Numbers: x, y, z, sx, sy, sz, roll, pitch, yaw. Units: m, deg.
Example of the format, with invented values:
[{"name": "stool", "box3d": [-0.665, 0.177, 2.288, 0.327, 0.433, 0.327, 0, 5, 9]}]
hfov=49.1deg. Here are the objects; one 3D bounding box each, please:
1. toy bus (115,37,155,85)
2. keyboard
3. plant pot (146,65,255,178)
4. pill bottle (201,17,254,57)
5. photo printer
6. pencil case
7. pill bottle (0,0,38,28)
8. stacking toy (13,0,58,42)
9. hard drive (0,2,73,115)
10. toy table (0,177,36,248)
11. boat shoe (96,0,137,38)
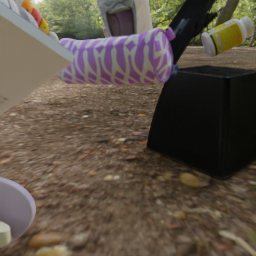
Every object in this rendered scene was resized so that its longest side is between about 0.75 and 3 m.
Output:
[{"name": "toy bus", "box3d": [0.395, -1.568, 6.254, 1.126, 0.617, 1.193, 55, 6, 24]}, {"name": "keyboard", "box3d": [1.461, -2.423, 6.924, 0.310, 2.414, 1.450, 40, -15, -32]}, {"name": "plant pot", "box3d": [1.943, -0.388, 6.543, 2.189, 1.946, 2.194, -16, 26, -38]}, {"name": "pill bottle", "box3d": [2.172, -2.004, 6.112, 1.000, 0.562, 0.562, -24, 18, 8]}, {"name": "photo printer", "box3d": [0.039, -3.795, 10.580, 0.903, 2.164, 2.601, 26, -10, 17]}, {"name": "pencil case", "box3d": [-0.310, -1.343, 5.293, 2.367, 1.012, 0.993, 4, -17, 27]}, {"name": "pill bottle", "box3d": [-2.654, -2.061, 5.387, 1.193, 1.193, 2.096, 1, 4, 3]}, {"name": "stacking toy", "box3d": [-2.561, -2.788, 7.650, 1.513, 1.106, 1.106, 27, 1, -37]}, {"name": "hard drive", "box3d": [-2.093, -0.909, 4.421, 2.062, 0.275, 1.360, -27, -33, 26]}, {"name": "toy table", "box3d": [-2.036, 1.174, 3.325, 1.599, 1.469, 0.936, -16, 4, -1]}, {"name": "boat shoe", "box3d": [-0.191, -2.789, 7.315, 0.991, 2.690, 0.863, -13, 31, -10]}]
